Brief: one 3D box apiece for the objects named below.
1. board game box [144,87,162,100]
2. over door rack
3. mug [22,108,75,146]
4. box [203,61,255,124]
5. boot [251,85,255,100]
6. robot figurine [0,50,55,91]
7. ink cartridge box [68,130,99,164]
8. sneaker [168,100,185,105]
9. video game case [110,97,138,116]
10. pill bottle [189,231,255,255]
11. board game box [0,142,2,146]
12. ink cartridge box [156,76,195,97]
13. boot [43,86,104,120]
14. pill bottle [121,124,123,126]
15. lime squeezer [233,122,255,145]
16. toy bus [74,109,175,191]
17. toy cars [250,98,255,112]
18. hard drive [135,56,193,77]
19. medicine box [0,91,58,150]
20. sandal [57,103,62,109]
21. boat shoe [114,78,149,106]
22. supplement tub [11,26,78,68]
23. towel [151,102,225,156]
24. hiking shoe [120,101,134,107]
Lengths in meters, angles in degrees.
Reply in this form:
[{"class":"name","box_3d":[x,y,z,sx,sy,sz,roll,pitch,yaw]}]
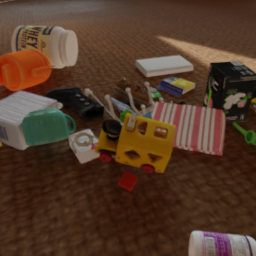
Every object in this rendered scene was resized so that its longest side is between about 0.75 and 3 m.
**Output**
[{"class":"board game box","box_3d":[1.142,-1.610,12.916,0.550,0.123,1.050,-4,34,-10]},{"class":"over door rack","box_3d":[-0.254,-1.361,11.781,2.199,0.991,2.976,-22,40,-30]},{"class":"mug","box_3d":[-2.638,-0.095,9.108,1.366,1.028,1.663,-9,6,11]},{"class":"box","box_3d":[3.867,-1.373,10.854,1.247,2.006,1.490,-6,34,-8]},{"class":"boot","box_3d":[4.962,-1.810,12.632,2.202,0.815,1.804,-25,41,-27]},{"class":"robot figurine","box_3d":[-4.840,-2.735,13.045,2.090,1.694,2.906,-30,5,35]},{"class":"ink cartridge box","box_3d":[-1.424,0.591,9.325,0.794,0.456,1.093,-18,38,-23]},{"class":"sneaker","box_3d":[1.640,-0.792,11.200,1.477,0.668,0.491,-6,34,-8]},{"class":"video game case","box_3d":[-0.119,-0.717,10.814,0.999,0.133,1.399,24,15,-30]},{"class":"pill bottle","box_3d":[2.143,2.698,5.795,1.662,0.933,0.933,5,34,5]},{"class":"board game box","box_3d":[-4.961,0.843,9.185,0.716,0.225,1.500,11,37,19]},{"class":"ink cartridge box","box_3d":[2.249,-2.026,13.312,1.332,0.317,1.347,30,39,33]},{"class":"boot","box_3d":[-2.267,-0.908,11.428,1.821,0.725,2.209,-24,45,-28]},{"class":"pill bottle","box_3d":[-0.319,0.395,9.459,0.653,0.653,1.179,-2,35,-3]},{"class":"lime squeezer","box_3d":[4.543,0.353,9.706,0.884,0.472,2.503,-24,40,-31]},{"class":"toy bus","box_3d":[0.090,0.268,8.354,2.692,1.391,2.540,-23,58,-27]},{"class":"toy cars","box_3d":[6.140,-0.498,10.863,2.821,0.625,1.265,10,36,8]},{"class":"hard drive","box_3d":[1.958,-3.435,15.413,2.686,0.353,1.771,-10,35,-15]},{"class":"medicine box","box_3d":[-3.874,-0.363,10.213,1.852,1.047,2.034,16,37,23]},{"class":"sandal","box_3d":[-3.150,-0.773,11.461,1.109,0.273,0.451,-9,44,17]},{"class":"boat shoe","box_3d":[0.199,-1.611,12.108,2.040,0.693,0.734,33,1,35]},{"class":"supplement tub","box_3d":[-4.425,-4.346,15.118,2.966,2.151,2.151,5,34,8]},{"class":"towel","box_3d":[2.048,-0.009,10.037,2.675,0.400,1.957,9,50,13]},{"class":"hiking shoe","box_3d":[-0.173,-0.998,11.904,0.836,0.311,0.362,0,17,-7]}]
